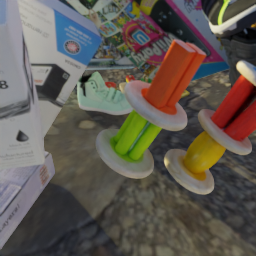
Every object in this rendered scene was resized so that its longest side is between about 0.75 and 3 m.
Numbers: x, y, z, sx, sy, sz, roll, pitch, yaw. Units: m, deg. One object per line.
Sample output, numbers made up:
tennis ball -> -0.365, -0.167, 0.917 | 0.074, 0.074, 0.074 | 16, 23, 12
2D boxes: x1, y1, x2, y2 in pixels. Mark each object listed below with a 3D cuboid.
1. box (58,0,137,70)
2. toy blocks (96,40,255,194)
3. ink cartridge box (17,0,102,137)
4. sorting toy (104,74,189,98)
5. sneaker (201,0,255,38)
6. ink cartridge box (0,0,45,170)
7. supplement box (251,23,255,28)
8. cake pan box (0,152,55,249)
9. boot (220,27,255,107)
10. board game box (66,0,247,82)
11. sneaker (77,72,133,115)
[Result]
box -> -0.619, -2.782, 6.343 | 1.947, 2.850, 0.537 | -7, 3, -24
toy blocks -> 0.929, -0.351, 3.197 | 1.887, 2.264, 0.822 | 18, 31, -26
ink cartridge box -> -1.645, -1.010, 4.456 | 1.546, 2.130, 0.892 | 23, 26, -31
sorting toy -> 0.541, -1.198, 8.423 | 2.547, 0.431, 1.228 | -8, 40, -10
sneaker -> 1.090, -1.508, 3.190 | 0.584, 0.674, 1.628 | -23, 25, 9
ink cartridge box -> -1.796, -0.548, 2.655 | 1.605, 2.771, 0.924 | -7, 58, -13
supplement box -> 3.146, -1.451, 4.449 | 1.394, 2.070, 2.099 | 26, 13, -20
cake pan box -> -3.167, 1.279, 5.191 | 2.557, 0.726, 2.777 | 9, 40, 15
boot -> 1.791, -0.711, 3.771 | 0.603, 1.164, 1.782 | -29, 32, 2
board game box -> 0.452, -2.163, 5.310 | 0.942, 2.932, 2.163 | -57, 20, -19
sneaker -> -0.545, -0.958, 7.554 | 1.799, 1.061, 0.662 | 3, 44, 9
